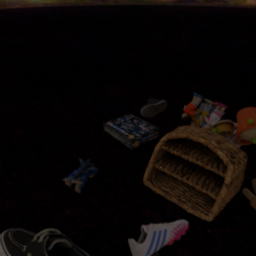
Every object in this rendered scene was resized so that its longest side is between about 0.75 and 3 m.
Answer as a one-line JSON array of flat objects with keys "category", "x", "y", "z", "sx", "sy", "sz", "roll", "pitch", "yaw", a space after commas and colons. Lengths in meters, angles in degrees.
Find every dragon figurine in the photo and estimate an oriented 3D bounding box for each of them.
[{"category": "dragon figurine", "x": -1.155, "y": 1.131, "z": 7.169, "sx": 0.556, "sy": 1.889, "sz": 0.939, "roll": 33, "pitch": 71, "yaw": 5}]

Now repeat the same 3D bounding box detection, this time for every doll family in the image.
[{"category": "doll family", "x": 2.719, "y": -0.302, "z": 9.765, "sx": 0.920, "sy": 1.267, "sz": 2.041, "roll": 25, "pitch": 8, "yaw": -28}]

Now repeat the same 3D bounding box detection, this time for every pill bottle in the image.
[{"category": "pill bottle", "x": 2.981, "y": 0.482, "z": 8.807, "sx": 0.855, "sy": 0.855, "sz": 1.560, "roll": 26, "pitch": 40, "yaw": 37}]

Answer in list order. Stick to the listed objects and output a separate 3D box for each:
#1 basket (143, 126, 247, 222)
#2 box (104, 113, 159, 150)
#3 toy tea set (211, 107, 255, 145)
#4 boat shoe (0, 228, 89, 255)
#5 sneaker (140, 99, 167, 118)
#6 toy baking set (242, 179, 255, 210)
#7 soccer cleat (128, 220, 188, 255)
[{"category": "basket", "x": 1.686, "y": 0.984, "z": 7.242, "sx": 2.203, "sy": 1.573, "sz": 1.641, "roll": 26, "pitch": 38, "yaw": 38}, {"category": "box", "x": 0.100, "y": 0.075, "z": 9.978, "sx": 1.269, "sy": 0.367, "sz": 1.597, "roll": -23, "pitch": 37, "yaw": -33}, {"category": "toy tea set", "x": 3.664, "y": 0.303, "z": 7.914, "sx": 2.533, "sy": 1.506, "sz": 0.937, "roll": 13, "pitch": 58, "yaw": -25}, {"category": "boat shoe", "x": -1.383, "y": 2.359, "z": 5.176, "sx": 2.708, "sy": 0.862, "sz": 0.957, "roll": 15, "pitch": 7, "yaw": 30}, {"category": "sneaker", "x": 0.864, "y": -0.823, "z": 11.486, "sx": 1.409, "sy": 0.527, "sz": 0.748, "roll": -20, "pitch": 27, "yaw": -38}, {"category": "toy baking set", "x": 4.142, "y": 1.988, "z": 6.789, "sx": 1.968, "sy": 0.298, "sz": 2.564, "roll": -8, "pitch": 31, "yaw": -13}, {"category": "soccer cleat", "x": 0.667, "y": 2.240, "z": 5.956, "sx": 1.490, "sy": 0.520, "sz": 0.643, "roll": -24, "pitch": 74, "yaw": -33}]
